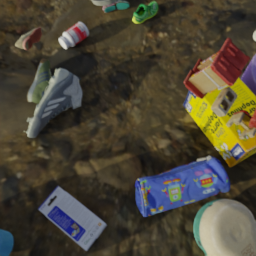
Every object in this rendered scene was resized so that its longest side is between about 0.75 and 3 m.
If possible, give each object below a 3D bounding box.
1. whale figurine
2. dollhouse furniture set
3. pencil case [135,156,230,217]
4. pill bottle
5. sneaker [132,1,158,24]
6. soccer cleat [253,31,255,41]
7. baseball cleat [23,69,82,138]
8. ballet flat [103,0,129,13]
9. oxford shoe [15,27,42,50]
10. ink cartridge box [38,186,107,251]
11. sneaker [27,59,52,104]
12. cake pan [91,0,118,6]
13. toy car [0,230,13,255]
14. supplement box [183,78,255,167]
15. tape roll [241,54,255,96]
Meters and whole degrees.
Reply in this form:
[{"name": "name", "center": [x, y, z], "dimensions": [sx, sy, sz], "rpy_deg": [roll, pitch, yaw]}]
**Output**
[{"name": "whale figurine", "center": [2.808, 3.216, 7.727], "dimensions": [2.035, 1.327, 2.558], "rpy_deg": [-31, 91, -22]}, {"name": "dollhouse furniture set", "center": [2.667, -0.860, 6.912], "dimensions": [2.334, 1.256, 0.949], "rpy_deg": [41, 70, -11]}, {"name": "pencil case", "center": [1.570, 1.684, 8.325], "dimensions": [2.849, 1.112, 1.238], "rpy_deg": [-16, 102, -7]}, {"name": "pill bottle", "center": [-2.200, -3.694, 11.280], "dimensions": [1.146, 0.643, 0.643], "rpy_deg": [-42, 71, -18]}, {"name": "sneaker", "center": [0.775, -4.989, 11.936], "dimensions": [0.533, 0.601, 1.439], "rpy_deg": [40, 70, 18]}, {"name": "soccer cleat", "center": [4.570, -2.683, 8.165], "dimensions": [1.692, 0.656, 0.586], "rpy_deg": [8, 91, 38]}, {"name": "baseball cleat", "center": [-2.434, -0.721, 9.671], "dimensions": [1.418, 0.929, 2.665], "rpy_deg": [26, 82, -16]}, {"name": "ballet flat", "center": [-0.554, -5.373, 12.257], "dimensions": [1.189, 0.411, 0.423], "rpy_deg": [-17, 62, -3]}, {"name": "oxford shoe", "center": [-3.109, -2.860, 8.799], "dimensions": [0.433, 0.416, 1.174], "rpy_deg": [11, 42, 11]}, {"name": "ink cartridge box", "center": [-1.658, 2.666, 8.331], "dimensions": [1.922, 0.356, 0.910], "rpy_deg": [35, 69, 13]}, {"name": "sneaker", "center": [-3.018, -1.670, 10.348], "dimensions": [0.836, 0.624, 1.862], "rpy_deg": [13, 65, -2]}, {"name": "cake pan", "center": [-0.981, -5.837, 12.341], "dimensions": [1.501, 0.275, 1.501], "rpy_deg": [-7, 50, 8]}, {"name": "toy car", "center": [-5.067, 3.378, 7.246], "dimensions": [2.754, 2.539, 2.436], "rpy_deg": [-4, 60, 30]}, {"name": "supplement box", "center": [3.289, -0.398, 9.177], "dimensions": [1.513, 1.503, 2.762], "rpy_deg": [-27, 67, -13]}, {"name": "tape roll", "center": [5.597, -1.524, 9.883], "dimensions": [2.941, 1.249, 2.941], "rpy_deg": [0, 63, 0]}]
